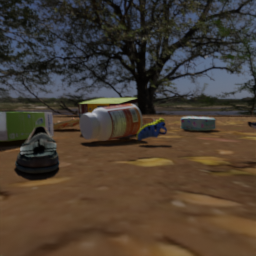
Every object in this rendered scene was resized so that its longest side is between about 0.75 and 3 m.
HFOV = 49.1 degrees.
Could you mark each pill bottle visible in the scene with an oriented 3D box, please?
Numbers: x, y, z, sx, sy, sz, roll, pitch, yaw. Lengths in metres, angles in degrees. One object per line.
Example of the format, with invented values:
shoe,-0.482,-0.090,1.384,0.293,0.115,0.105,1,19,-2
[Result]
pill bottle,-0.618,-0.185,10.124,2.108,1.183,1.183,-10,9,-36

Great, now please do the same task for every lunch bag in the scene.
lunch bag,3.697,-0.205,14.684,1.437,0.691,1.792,8,8,44

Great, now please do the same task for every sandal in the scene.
sandal,0.803,0.117,9.014,1.145,0.498,0.455,-27,-29,-16

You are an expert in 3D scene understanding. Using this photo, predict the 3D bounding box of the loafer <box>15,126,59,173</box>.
loafer,-1.925,0.393,5.918,0.835,0.731,2.323,-1,4,-18

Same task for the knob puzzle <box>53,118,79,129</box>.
knob puzzle,-3.401,-0.262,14.922,2.062,0.286,2.062,-13,-5,-1

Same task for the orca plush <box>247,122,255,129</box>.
orca plush,3.772,0.029,7.263,0.428,0.633,1.204,-42,32,-20

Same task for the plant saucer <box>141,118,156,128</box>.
plant saucer,0.709,-0.202,12.442,1.177,0.203,1.177,-8,18,3

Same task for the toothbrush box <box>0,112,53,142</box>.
toothbrush box,-3.960,-0.053,9.806,1.611,0.952,2.212,-3,0,24

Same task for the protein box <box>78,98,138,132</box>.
protein box,-0.865,-0.591,13.197,2.082,1.415,2.097,2,12,24
